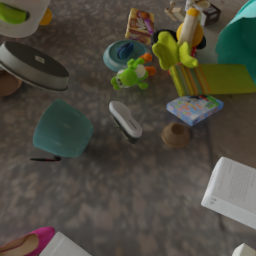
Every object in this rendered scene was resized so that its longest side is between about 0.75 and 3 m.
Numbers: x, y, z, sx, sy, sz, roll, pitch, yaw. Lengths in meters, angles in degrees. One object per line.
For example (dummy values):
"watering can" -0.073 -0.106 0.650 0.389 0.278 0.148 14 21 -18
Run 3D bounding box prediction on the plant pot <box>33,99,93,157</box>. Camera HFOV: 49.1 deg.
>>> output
"plant pot" -1.667 0.114 7.665 1.175 1.465 1.465 26 59 3

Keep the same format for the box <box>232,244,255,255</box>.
"box" 2.915 3.155 6.009 1.335 0.634 0.519 31 60 18

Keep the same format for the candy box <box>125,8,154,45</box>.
"candy box" 0.459 -3.883 10.646 0.936 0.453 1.604 14 46 -8

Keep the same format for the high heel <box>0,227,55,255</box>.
"high heel" -2.421 2.641 6.282 1.553 0.745 0.523 -24 59 -15

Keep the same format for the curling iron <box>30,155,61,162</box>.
"curling iron" -2.267 0.846 7.725 0.833 0.106 0.206 -2 91 -17

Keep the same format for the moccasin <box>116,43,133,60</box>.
"moccasin" -0.164 -2.676 9.863 0.385 0.454 1.130 8 32 22

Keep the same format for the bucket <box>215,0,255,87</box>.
"bucket" 4.341 -2.764 8.894 2.695 2.695 1.754 29 59 19

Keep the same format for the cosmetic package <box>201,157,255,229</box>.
"cosmetic package" 3.165 1.761 6.838 2.351 0.871 1.195 24 59 13

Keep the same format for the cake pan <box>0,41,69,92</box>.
"cake pan" -2.841 -1.925 8.599 2.380 0.437 2.380 29 19 -11

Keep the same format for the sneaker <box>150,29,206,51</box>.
"sneaker" 1.668 -2.977 9.971 2.075 0.934 0.726 -3 92 -18

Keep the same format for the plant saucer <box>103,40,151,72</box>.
"plant saucer" -0.017 -2.679 10.236 1.779 0.244 1.779 0 55 0

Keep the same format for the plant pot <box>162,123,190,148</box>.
"plant pot" 1.425 0.144 8.208 0.821 0.379 0.821 0 59 0

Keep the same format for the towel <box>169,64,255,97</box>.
"towel" 2.771 -1.560 9.109 2.792 0.252 1.202 -4 63 -16

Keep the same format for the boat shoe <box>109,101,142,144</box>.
"boat shoe" -0.167 -0.163 7.882 0.563 0.554 1.563 1 39 -32

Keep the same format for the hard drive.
"hard drive" -1.100 3.449 5.936 2.166 0.285 1.429 30 60 16

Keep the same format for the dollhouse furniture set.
"dollhouse furniture set" 2.388 -4.946 10.840 1.329 0.761 1.558 34 96 52

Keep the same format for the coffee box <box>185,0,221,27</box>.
"coffee box" 3.071 -4.844 11.569 0.741 0.523 1.311 -26 59 -17

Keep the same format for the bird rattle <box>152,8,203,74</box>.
"bird rattle" 1.926 -2.564 8.732 1.414 2.046 2.509 23 15 23

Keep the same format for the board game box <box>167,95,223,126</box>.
"board game box" 2.058 -0.673 8.630 1.388 0.254 1.050 -28 47 -26

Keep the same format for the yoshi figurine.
"yoshi figurine" 0.256 -1.747 9.017 0.976 0.973 1.737 42 55 15

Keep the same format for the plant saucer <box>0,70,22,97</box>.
"plant saucer" -4.170 -1.472 9.436 1.212 0.222 1.212 0 56 0

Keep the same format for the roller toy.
"roller toy" -4.346 -4.746 10.308 2.531 1.939 2.775 45 42 -4
